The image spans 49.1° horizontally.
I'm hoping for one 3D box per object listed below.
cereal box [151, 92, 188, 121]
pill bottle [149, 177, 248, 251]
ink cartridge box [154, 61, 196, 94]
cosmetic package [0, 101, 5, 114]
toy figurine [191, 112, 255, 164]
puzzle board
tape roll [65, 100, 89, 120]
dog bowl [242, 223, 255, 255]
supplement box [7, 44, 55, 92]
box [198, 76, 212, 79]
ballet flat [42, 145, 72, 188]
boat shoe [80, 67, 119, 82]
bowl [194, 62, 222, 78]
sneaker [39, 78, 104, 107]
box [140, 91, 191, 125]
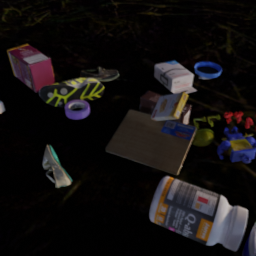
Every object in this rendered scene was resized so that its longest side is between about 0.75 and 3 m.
[{"bbox_3d":[1.060,-0.544,7.360,0.996,0.197,0.716,-3,58,59],"label":"cereal box"},{"bbox_3d":[1.724,2.138,7.017,2.166,1.261,1.261,17,42,20],"label":"pill bottle"},{"bbox_3d":[2.178,-2.312,12.881,1.150,0.673,1.983,-17,42,-20],"label":"ink cartridge box"},{"bbox_3d":[-5.527,-0.658,11.041,0.627,0.451,1.112,16,43,21],"label":"cosmetic package"},{"bbox_3d":[3.402,0.473,9.041,2.535,1.337,1.519,-7,46,-3],"label":"toy figurine"},{"bbox_3d":[0.789,0.413,9.559,2.591,0.225,1.953,16,56,22],"label":"puzzle board"},{"bbox_3d":[-2.045,-0.741,11.253,0.963,0.316,0.963,1,39,-1],"label":"tape roll"},{"bbox_3d":[3.909,3.064,6.055,2.616,1.030,2.616,0,39,0],"label":"dog bowl"},{"bbox_3d":[-4.467,-2.791,12.897,1.096,1.391,2.124,-30,49,-32],"label":"supplement box"},{"bbox_3d":[3.726,-2.640,13.663,0.602,0.184,0.760,3,39,3],"label":"box"},{"bbox_3d":[-2.357,1.207,8.729,0.610,0.610,1.755,-22,44,-24],"label":"ballet flat"},{"bbox_3d":[-1.339,-2.544,13.202,1.879,0.617,0.671,-12,41,-14],"label":"boat shoe"},{"bbox_3d":[3.833,-2.788,13.509,1.284,0.252,1.284,1,40,0],"label":"bowl"},{"bbox_3d":[-2.421,-1.557,11.863,2.671,1.007,1.021,-8,32,-26],"label":"sneaker"},{"bbox_3d":[1.378,-0.627,10.644,1.847,0.925,0.692,23,44,24],"label":"box"}]
